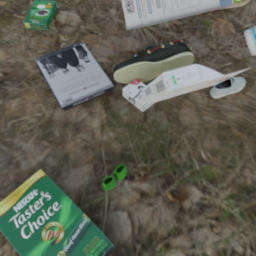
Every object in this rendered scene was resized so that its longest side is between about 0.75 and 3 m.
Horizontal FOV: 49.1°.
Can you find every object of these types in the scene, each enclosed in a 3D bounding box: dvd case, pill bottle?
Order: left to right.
[{"bbox_3d":[-1.957,-1.922,9.991,1.940,0.319,2.581,-25,61,-16],"label":"dvd case"},{"bbox_3d":[4.298,-2.789,8.322,1.460,0.809,0.809,-19,52,29],"label":"pill bottle"}]

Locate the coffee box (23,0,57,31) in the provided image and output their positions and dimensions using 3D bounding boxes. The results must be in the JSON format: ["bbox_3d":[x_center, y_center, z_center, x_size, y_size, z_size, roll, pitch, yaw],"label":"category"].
[{"bbox_3d":[-3.659,-4.735,11.745,0.983,0.352,1.599,5,57,3],"label":"coffee box"}]

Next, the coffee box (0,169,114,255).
[{"bbox_3d":[-1.942,2.564,6.971,2.841,0.625,1.747,40,66,22],"label":"coffee box"}]

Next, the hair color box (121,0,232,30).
[{"bbox_3d":[1.192,-3.788,7.773,2.996,1.483,0.908,3,23,40],"label":"hair color box"}]

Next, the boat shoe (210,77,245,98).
[{"bbox_3d":[3.473,-1.465,9.587,1.431,0.509,0.499,-23,61,-14],"label":"boat shoe"}]

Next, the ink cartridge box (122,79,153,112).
[{"bbox_3d":[0.387,-1.104,9.423,0.698,0.401,0.961,-40,66,-22],"label":"ink cartridge box"}]

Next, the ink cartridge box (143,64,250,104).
[{"bbox_3d":[1.711,-1.286,7.456,2.271,1.827,0.569,-19,90,-13],"label":"ink cartridge box"}]

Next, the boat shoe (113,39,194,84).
[{"bbox_3d":[0.802,-2.282,9.707,2.851,1.043,0.893,-18,65,-7],"label":"boat shoe"}]

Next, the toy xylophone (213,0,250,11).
[{"bbox_3d":[4.044,-5.905,12.127,2.477,0.622,1.813,-18,75,-9],"label":"toy xylophone"}]

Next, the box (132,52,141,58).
[{"bbox_3d":[0.621,-2.475,10.408,0.684,0.211,0.857,-22,60,-11],"label":"box"}]

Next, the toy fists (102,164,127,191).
[{"bbox_3d":[-0.377,1.396,7.833,0.300,0.445,0.872,32,62,31],"label":"toy fists"}]
